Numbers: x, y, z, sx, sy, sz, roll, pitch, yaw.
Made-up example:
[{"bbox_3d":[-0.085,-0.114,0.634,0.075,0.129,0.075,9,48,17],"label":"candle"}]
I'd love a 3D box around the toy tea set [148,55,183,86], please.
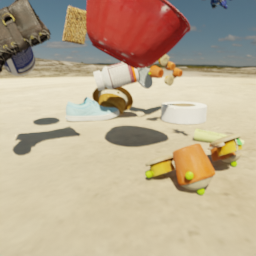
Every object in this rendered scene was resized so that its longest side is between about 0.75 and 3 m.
[{"bbox_3d":[1.404,-2.171,10.750,1.591,0.946,0.589,24,4,-46],"label":"toy tea set"}]

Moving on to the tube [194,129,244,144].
[{"bbox_3d":[2.946,0.353,9.138,1.554,0.403,0.451,10,55,24],"label":"tube"}]

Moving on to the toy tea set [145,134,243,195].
[{"bbox_3d":[1.805,0.868,6.424,2.710,1.003,1.611,-11,-12,-29],"label":"toy tea set"}]

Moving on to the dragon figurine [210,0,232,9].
[{"bbox_3d":[1.809,-2.958,6.069,0.325,1.104,0.549,-40,-10,2],"label":"dragon figurine"}]

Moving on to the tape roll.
[{"bbox_3d":[2.499,-0.708,12.702,2.054,0.719,2.054,0,14,0],"label":"tape roll"}]

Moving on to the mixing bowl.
[{"bbox_3d":[-0.002,-2.163,6.252,2.428,1.315,2.428,27,10,-5],"label":"mixing bowl"}]

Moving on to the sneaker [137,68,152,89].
[{"bbox_3d":[0.421,-2.747,13.344,0.755,2.068,0.732,-38,11,-10],"label":"sneaker"}]

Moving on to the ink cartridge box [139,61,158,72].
[{"bbox_3d":[1.091,-3.458,11.259,0.672,1.914,2.355,36,38,18],"label":"ink cartridge box"}]

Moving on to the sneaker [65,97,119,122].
[{"bbox_3d":[-1.574,-0.890,12.777,2.547,1.044,0.941,-6,16,-26],"label":"sneaker"}]

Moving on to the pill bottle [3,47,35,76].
[{"bbox_3d":[-3.697,-2.641,8.982,1.092,1.092,1.966,-2,-23,-8],"label":"pill bottle"}]

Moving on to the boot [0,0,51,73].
[{"bbox_3d":[-2.786,-1.797,6.479,2.114,2.429,0.841,-24,-6,-3],"label":"boot"}]

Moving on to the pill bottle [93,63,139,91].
[{"bbox_3d":[-0.491,-2.139,11.572,1.744,0.955,0.955,-15,14,-1],"label":"pill bottle"}]

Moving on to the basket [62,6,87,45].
[{"bbox_3d":[-2.053,-3.739,10.178,0.907,1.218,0.869,-2,26,-39],"label":"basket"}]

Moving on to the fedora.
[{"bbox_3d":[-0.794,-1.208,13.798,2.093,2.093,0.853,2,54,7],"label":"fedora"}]
